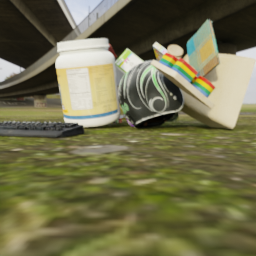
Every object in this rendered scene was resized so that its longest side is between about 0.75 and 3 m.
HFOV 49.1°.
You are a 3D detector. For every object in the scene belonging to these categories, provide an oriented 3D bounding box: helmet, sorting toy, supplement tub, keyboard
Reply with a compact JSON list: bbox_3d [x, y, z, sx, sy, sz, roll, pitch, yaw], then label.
[{"bbox_3d":[0.739,-1.207,9.531,2.204,2.101,2.204,-15,-12,-3],"label":"helmet"},{"bbox_3d":[1.536,-1.321,7.423,1.509,0.528,1.518,33,10,-28],"label":"sorting toy"},{"bbox_3d":[-1.488,-1.677,10.451,2.161,2.988,2.161,-5,14,1],"label":"supplement tub"},{"bbox_3d":[-2.652,0.009,7.628,2.870,0.368,1.723,2,4,18],"label":"keyboard"}]

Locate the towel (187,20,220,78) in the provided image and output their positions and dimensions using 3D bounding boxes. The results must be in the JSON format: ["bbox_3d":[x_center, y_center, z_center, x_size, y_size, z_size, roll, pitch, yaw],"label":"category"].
[{"bbox_3d":[2.245,-2.274,8.509,0.177,1.630,1.195,9,-28,-23],"label":"towel"}]

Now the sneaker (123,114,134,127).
[{"bbox_3d":[0.334,-0.388,11.167,0.625,0.687,1.553,-22,3,-19],"label":"sneaker"}]

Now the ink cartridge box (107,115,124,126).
[{"bbox_3d":[-0.546,-0.333,11.816,0.932,0.235,0.508,-14,21,-39],"label":"ink cartridge box"}]

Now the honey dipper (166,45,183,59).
[{"bbox_3d":[1.403,-1.796,10.641,0.552,0.552,2.908,-1,-36,-10],"label":"honey dipper"}]

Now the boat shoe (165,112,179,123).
[{"bbox_3d":[0.853,-1.077,11.032,2.570,0.936,0.794,36,-9,14],"label":"boat shoe"}]

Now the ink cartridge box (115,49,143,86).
[{"bbox_3d":[-0.409,-2.873,13.002,2.720,1.030,2.010,40,-12,4],"label":"ink cartridge box"}]

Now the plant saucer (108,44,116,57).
[{"bbox_3d":[-0.954,-3.091,11.350,0.784,0.144,0.782,-6,-24,16],"label":"plant saucer"}]

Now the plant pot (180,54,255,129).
[{"bbox_3d":[2.708,-1.448,10.013,2.099,2.371,2.368,18,1,-2],"label":"plant pot"}]

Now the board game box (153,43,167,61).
[{"bbox_3d":[1.376,-2.768,10.906,0.766,0.195,1.139,43,-1,20],"label":"board game box"}]

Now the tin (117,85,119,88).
[{"bbox_3d":[-0.807,-1.824,12.884,1.318,0.493,2.355,23,-4,43],"label":"tin"}]

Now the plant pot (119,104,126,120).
[{"bbox_3d":[0.119,-0.903,14.838,1.259,1.338,1.338,-3,2,28],"label":"plant pot"}]
